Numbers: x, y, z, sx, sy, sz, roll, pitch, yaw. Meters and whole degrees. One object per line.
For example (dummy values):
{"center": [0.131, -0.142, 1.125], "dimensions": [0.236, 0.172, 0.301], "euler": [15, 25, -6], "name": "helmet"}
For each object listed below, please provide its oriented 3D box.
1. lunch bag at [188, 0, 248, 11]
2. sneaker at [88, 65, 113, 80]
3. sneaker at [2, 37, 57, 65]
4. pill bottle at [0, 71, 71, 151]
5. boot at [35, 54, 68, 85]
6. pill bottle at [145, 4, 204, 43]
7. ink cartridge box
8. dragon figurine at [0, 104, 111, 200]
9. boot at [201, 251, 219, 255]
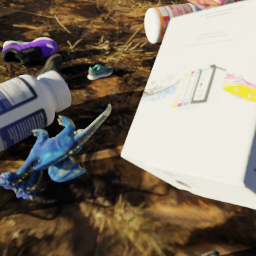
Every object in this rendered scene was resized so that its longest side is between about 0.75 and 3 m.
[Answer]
{"center": [2.569, -3.603, 7.969], "dimensions": [1.449, 0.674, 1.645], "euler": [14, 20, -33], "name": "lunch bag"}
{"center": [-1.030, -2.194, 10.629], "dimensions": [1.063, 0.485, 0.413], "euler": [-26, 49, -27], "name": "sneaker"}
{"center": [-4.009, -2.997, 11.368], "dimensions": [2.258, 0.785, 1.123], "euler": [-6, 46, 2], "name": "sneaker"}
{"center": [-3.158, -0.511, 7.934], "dimensions": [2.941, 1.633, 1.633], "euler": [-33, 52, -31], "name": "pill bottle"}
{"center": [-2.582, -2.054, 10.482], "dimensions": [1.110, 0.622, 1.605], "euler": [17, 58, 11], "name": "boot"}
{"center": [2.263, -4.779, 12.699], "dimensions": [2.733, 1.497, 1.497], "euler": [-12, 44, -13], "name": "pill bottle"}
{"center": [1.454, -0.252, 4.300], "dimensions": [1.807, 1.839, 2.499], "euler": [7, 71, 44], "name": "ink cartridge box"}
{"center": [-1.169, 0.482, 4.833], "dimensions": [2.375, 0.699, 1.181], "euler": [-19, 49, 20], "name": "dragon figurine"}
{"center": [1.500, 2.958, 5.101], "dimensions": [1.177, 0.407, 1.024], "euler": [-29, 51, -17], "name": "boot"}
